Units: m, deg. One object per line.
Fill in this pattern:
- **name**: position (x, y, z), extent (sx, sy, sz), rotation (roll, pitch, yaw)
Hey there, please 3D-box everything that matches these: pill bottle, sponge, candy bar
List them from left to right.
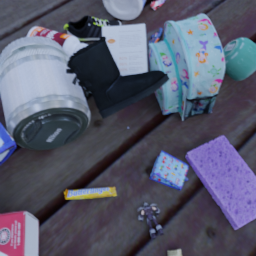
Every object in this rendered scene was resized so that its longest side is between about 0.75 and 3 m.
- **pill bottle**: position (-2.392, -2.705, 9.715), extent (2.026, 1.145, 1.145), rotation (17, 62, 8)
- **candy bar**: position (-1.033, 1.783, 7.623), extent (1.433, 0.159, 0.357), rotation (0, 30, -13)
- **pill bottle**: position (0.164, -5.843, 11.180), extent (1.611, 1.611, 2.831), rotation (15, 63, 8)
- **sponge**: position (2.823, 1.448, 7.870), extent (1.325, 0.354, 2.376), rotation (-25, 64, -13)

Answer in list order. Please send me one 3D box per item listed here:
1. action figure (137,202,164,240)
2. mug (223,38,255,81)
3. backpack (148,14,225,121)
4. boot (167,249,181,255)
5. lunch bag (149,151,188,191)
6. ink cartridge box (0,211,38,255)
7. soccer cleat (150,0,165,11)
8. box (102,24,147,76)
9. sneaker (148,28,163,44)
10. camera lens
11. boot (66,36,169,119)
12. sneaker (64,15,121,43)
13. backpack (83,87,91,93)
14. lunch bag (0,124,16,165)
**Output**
- **action figure**: position (0.589, 2.399, 7.374), extent (0.621, 0.331, 0.954), rotation (-20, 59, -3)
- **mug**: position (3.457, -2.196, 9.075), extent (0.912, 1.474, 1.211), rotation (34, 42, -17)
- **backpack**: position (1.693, -1.798, 8.277), extent (2.081, 2.764, 2.453), rotation (-10, 62, -6)
- **boot**: position (1.348, 3.308, 6.888), extent (0.769, 0.280, 0.598), rotation (-1, 61, 3)
- **lunch bag**: position (1.235, 1.248, 7.965), extent (1.018, 0.479, 0.767), rotation (24, 61, 2)
- **ink cartridge box**: position (-3.629, 3.233, 6.343), extent (2.912, 1.247, 2.149), rotation (-7, 64, -2)
- **soccer cleat**: position (1.292, -5.155, 11.603), extent (0.853, 0.284, 0.326), rotation (-36, 92, -22)
- **box**: position (-0.074, -2.053, 8.232), extent (1.262, 0.881, 1.657), rotation (-2, 82, 5)
- **sneaker**: position (1.049, -3.437, 10.580), extent (0.383, 0.368, 0.977), rotation (19, 61, 16)
- **camera lens**: position (-2.455, -0.926, 8.085), extent (2.225, 2.225, 2.782), rotation (-18, 63, -10)
- **boot**: position (-0.305, -1.352, 6.744), extent (2.107, 0.780, 1.727), rotation (-26, 102, 19)
- **sneaker**: position (-1.277, -3.738, 10.423), extent (2.160, 0.894, 0.774), rotation (-15, 62, -8)
- **backpack**: position (-1.178, -1.484, 9.108), extent (0.856, 0.807, 1.050), rotation (33, 25, -20)
- **lunch bag**: position (-4.172, 0.257, 6.701), extent (2.301, 2.706, 1.676), rotation (53, 27, -2)
